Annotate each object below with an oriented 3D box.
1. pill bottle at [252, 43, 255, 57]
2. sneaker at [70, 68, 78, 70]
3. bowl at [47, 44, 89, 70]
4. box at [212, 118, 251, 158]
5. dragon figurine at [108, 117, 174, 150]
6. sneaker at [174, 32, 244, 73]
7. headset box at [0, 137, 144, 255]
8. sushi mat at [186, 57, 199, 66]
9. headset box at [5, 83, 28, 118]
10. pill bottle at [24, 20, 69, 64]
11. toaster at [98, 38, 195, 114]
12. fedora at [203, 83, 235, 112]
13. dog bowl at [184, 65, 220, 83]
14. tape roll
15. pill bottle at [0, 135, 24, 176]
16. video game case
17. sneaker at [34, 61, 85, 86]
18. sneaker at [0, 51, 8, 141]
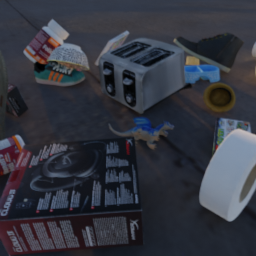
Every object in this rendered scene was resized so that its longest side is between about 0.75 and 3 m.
[{"bbox_3d":[6.737,-3.410,12.704,1.095,1.095,1.892,-23,41,-32],"label":"pill bottle"},{"bbox_3d":[-2.663,-2.868,12.491,0.646,0.577,1.616,-27,40,-14],"label":"sneaker"},{"bbox_3d":[-2.305,-2.843,11.056,1.675,0.786,1.675,9,3,0],"label":"bowl"},{"bbox_3d":[2.824,0.319,7.597,0.951,0.300,1.727,10,34,15],"label":"box"},{"bbox_3d":[0.355,0.073,7.664,1.829,0.538,0.909,8,32,-5],"label":"dragon figurine"},{"bbox_3d":[3.451,-3.646,12.119,2.760,1.466,1.032,31,18,12],"label":"sneaker"},{"bbox_3d":[-1.102,1.209,5.380,2.665,1.029,1.983,-6,34,0],"label":"headset box"},{"bbox_3d":[3.081,-3.186,13.366,0.602,0.076,1.257,7,33,11],"label":"sushi mat"},{"bbox_3d":[-3.857,-0.945,8.907,1.303,0.969,0.503,21,54,28],"label":"headset box"},{"bbox_3d":[-3.418,-3.543,11.804,1.835,1.048,1.048,-48,39,6],"label":"pill bottle"},{"bbox_3d":[0.576,-1.892,9.664,2.564,1.522,2.319,-32,44,-27],"label":"toaster"},{"bbox_3d":[2.970,-0.952,9.260,1.095,0.447,1.095,1,76,-3],"label":"fedora"},{"bbox_3d":[2.930,-2.249,11.552,1.760,0.436,0.981,-3,32,-6],"label":"dog bowl"},{"bbox_3d":[2.070,0.907,5.383,0.596,1.704,1.704,26,40,35],"label":"tape roll"},{"bbox_3d":[-3.036,0.745,6.411,1.365,0.748,0.748,-24,39,-27],"label":"pill bottle"},{"bbox_3d":[-0.744,-3.765,13.206,0.176,1.395,1.948,42,40,-2],"label":"video game case"},{"bbox_3d":[-2.751,-2.180,10.935,2.119,0.846,0.756,4,40,13],"label":"sneaker"},{"bbox_3d":[-4.069,-0.841,7.364,1.481,2.787,1.042,1,-11,-10],"label":"sneaker"}]
